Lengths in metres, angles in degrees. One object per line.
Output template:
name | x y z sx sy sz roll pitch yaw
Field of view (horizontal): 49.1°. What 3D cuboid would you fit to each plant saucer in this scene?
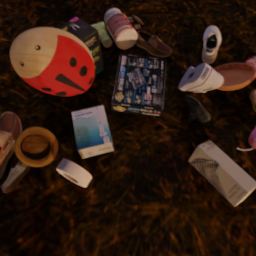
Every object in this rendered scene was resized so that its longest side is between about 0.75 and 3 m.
plant saucer | 4.136 -2.030 11.262 1.880 0.352 1.880 -13 35 9

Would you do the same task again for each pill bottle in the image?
pill bottle | -0.385 -4.583 12.863 1.052 1.052 1.843 -19 59 -12

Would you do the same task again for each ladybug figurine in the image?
ladybug figurine | -1.999 -1.728 8.217 1.980 2.917 1.049 -42 61 18

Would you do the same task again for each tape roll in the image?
tape roll | -1.714 1.446 8.886 1.120 1.120 0.392 25 66 15

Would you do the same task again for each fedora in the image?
fedora | -3.069 0.651 9.525 1.450 0.592 1.450 0 86 -2

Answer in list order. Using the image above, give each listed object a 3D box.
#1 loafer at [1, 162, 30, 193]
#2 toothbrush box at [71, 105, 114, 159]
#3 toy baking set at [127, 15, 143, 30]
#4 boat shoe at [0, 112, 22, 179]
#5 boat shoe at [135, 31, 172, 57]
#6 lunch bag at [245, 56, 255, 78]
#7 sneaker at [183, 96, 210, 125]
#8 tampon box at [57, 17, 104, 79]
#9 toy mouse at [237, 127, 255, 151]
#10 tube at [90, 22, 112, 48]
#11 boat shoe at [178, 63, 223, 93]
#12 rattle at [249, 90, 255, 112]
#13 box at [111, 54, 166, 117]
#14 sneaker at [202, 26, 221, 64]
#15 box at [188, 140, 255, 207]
loafer | -3.743 1.595 9.224 0.419 0.464 1.226 24 51 14
toothbrush box | -1.271 0.126 9.975 1.204 0.701 1.644 -14 59 -4
toy baking set | 0.078 -5.238 13.821 1.036 0.157 1.350 -27 61 -17
boat shoe | -4.447 0.527 9.564 1.058 1.003 2.795 3 57 2
boat shoe | 1.112 -3.776 12.555 1.901 0.682 0.720 28 61 17
lunch bag | 5.519 -2.702 11.993 1.107 0.454 0.975 -26 61 -16
sneaker | 2.429 -0.660 10.635 0.763 0.509 1.332 -25 66 -23
tampon box | -2.039 -2.926 11.115 1.317 2.087 1.564 38 66 25
toy mouse | 5.101 0.286 9.397 2.658 0.514 2.363 5 86 22
tube | -1.233 -4.459 13.181 0.504 0.451 1.735 11 41 -40
boat shoe | 2.612 -1.673 10.327 0.924 2.828 1.040 28 97 -6
rattle | 5.992 -1.373 10.453 2.444 1.746 1.591 -4 39 4
box | 0.463 -1.723 11.077 1.948 0.564 2.450 7 64 0
sneaker | 3.807 -3.930 12.571 0.847 0.821 2.319 10 57 6
box | 2.991 1.418 8.980 0.701 0.842 2.049 -19 53 -38
